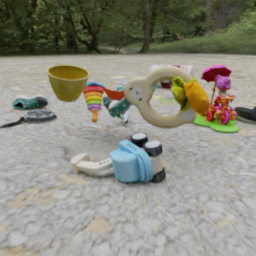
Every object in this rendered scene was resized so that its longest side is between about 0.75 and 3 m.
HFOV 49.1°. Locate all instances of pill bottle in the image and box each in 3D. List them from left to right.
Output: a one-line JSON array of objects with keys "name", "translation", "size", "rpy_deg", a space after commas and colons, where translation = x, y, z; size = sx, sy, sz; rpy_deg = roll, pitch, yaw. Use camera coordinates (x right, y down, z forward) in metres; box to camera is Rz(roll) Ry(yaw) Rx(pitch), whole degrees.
[{"name": "pill bottle", "translation": [2.897, -3.441, 18.746], "size": [2.697, 1.540, 1.540], "rpy_deg": [8, 21, 22]}]

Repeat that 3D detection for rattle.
[{"name": "rattle", "translation": [0.539, -0.680, 7.692], "size": [2.916, 1.898, 2.083], "rpy_deg": [7, 33, 4]}]

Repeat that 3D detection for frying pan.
[{"name": "frying pan", "translation": [-4.275, -0.468, 12.046], "size": [2.401, 0.391, 1.453], "rpy_deg": [-6, 19, -26]}]

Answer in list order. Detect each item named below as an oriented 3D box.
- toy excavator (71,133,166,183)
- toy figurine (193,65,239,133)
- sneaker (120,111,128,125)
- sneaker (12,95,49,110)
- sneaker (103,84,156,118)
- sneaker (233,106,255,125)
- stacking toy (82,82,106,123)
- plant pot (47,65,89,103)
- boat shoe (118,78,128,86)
[{"name": "toy excavator", "translation": [-0.301, 0.896, 7.325], "size": [2.001, 0.999, 1.946], "rpy_deg": [-20, 25, -25]}, {"name": "toy figurine", "translation": [3.616, -1.321, 11.329], "size": [1.949, 2.390, 2.597], "rpy_deg": [-3, 20, -10]}, {"name": "sneaker", "translation": [-0.258, -0.459, 11.465], "size": [0.457, 0.395, 1.054], "rpy_deg": [7, 26, -15]}, {"name": "sneaker", "translation": [-4.818, -1.156, 13.745], "size": [1.830, 0.710, 0.835], "rpy_deg": [-1, 33, 10]}, {"name": "sneaker", "translation": [0.013, -1.246, 9.764], "size": [2.151, 0.834, 0.981], "rpy_deg": [-33, 45, -19]}, {"name": "sneaker", "translation": [5.604, -0.857, 11.441], "size": [0.998, 1.417, 2.668], "rpy_deg": [-15, 24, -37]}, {"name": "stacking toy", "translation": [-1.205, -0.839, 9.901], "size": [0.829, 1.428, 0.784], "rpy_deg": [-19, -22, 34]}, {"name": "plant pot", "translation": [-1.850, -1.312, 8.622], "size": [1.238, 0.879, 1.238], "rpy_deg": [7, 31, -4]}, {"name": "boat shoe", "translation": [0.051, -1.755, 11.724], "size": [1.014, 0.331, 0.373], "rpy_deg": [25, 3, 13]}]
